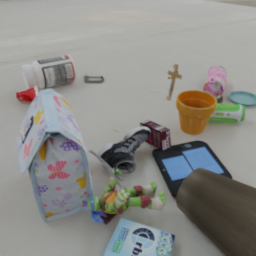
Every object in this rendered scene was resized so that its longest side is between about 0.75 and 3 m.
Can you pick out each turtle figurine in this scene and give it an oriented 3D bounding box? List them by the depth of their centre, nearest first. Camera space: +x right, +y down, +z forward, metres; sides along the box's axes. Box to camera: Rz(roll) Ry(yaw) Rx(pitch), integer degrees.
[{"bbox_3d":[-0.035,1.495,7.315,1.931,1.433,1.991,7,72,-21],"label":"turtle figurine"}]

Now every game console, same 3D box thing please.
[{"bbox_3d":[1.982,1.224,8.926,1.966,0.345,2.223,-7,34,-11],"label":"game console"}]

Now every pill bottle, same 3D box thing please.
[{"bbox_3d":[-3.918,-2.732,13.888,2.418,1.377,1.377,-18,38,-24],"label":"pill bottle"}]

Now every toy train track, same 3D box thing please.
[{"bbox_3d":[1.450,-1.523,9.403,0.702,1.224,0.199,10,3,-39],"label":"toy train track"}]

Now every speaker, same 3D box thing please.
[{"bbox_3d":[3.750,-0.634,11.339,1.740,0.770,0.770,4,34,6],"label":"speaker"}]

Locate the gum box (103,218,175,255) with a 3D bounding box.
[{"bbox_3d":[0.264,2.851,6.518,1.414,0.315,1.201,12,36,17],"label":"gum box"}]

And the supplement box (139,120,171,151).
[{"bbox_3d":[0.934,0.226,9.854,0.399,0.714,1.311,-20,26,-26],"label":"supplement box"}]

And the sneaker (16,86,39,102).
[{"bbox_3d":[-4.415,-1.289,12.527,1.057,0.717,1.829,-19,25,-13],"label":"sneaker"}]

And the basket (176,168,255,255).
[{"bbox_3d":[2.433,2.017,6.747,2.038,1.537,2.260,-37,43,-23],"label":"basket"}]

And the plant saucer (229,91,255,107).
[{"bbox_3d":[5.304,-1.319,12.865,1.339,0.183,1.339,0,35,0],"label":"plant saucer"}]

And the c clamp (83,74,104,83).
[{"bbox_3d":[-1.833,-2.645,14.856,1.221,0.165,1.043,5,34,8],"label":"c clamp"}]

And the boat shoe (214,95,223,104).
[{"bbox_3d":[3.712,-1.118,12.374,0.471,0.478,1.284,14,29,42],"label":"boat shoe"}]

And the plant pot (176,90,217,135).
[{"bbox_3d":[2.499,-0.522,10.636,1.452,1.329,1.452,0,35,0],"label":"plant pot"}]

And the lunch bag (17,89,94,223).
[{"bbox_3d":[-2.027,0.613,7.590,1.799,2.830,2.400,-11,36,-16],"label":"lunch bag"}]

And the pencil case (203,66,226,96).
[{"bbox_3d":[4.215,-2.260,13.570,0.993,0.993,2.271,12,35,17],"label":"pencil case"}]

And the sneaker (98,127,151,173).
[{"bbox_3d":[0.096,0.787,9.133,2.017,0.761,1.148,-29,45,-16],"label":"sneaker"}]
